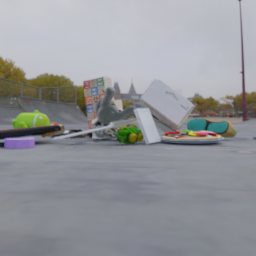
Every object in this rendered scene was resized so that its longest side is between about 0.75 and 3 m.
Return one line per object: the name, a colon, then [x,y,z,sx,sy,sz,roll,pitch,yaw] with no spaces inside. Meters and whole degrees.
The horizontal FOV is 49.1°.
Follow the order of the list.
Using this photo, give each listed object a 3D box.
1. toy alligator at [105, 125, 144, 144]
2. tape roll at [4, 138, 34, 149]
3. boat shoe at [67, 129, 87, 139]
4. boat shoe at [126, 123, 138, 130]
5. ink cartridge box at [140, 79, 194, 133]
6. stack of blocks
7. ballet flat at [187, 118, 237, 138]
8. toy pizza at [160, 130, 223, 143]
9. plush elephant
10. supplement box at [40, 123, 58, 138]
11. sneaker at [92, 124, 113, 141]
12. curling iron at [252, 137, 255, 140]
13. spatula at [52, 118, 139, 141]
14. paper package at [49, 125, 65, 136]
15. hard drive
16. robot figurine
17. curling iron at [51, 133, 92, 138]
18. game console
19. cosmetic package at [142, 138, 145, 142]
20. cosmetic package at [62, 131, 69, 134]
toy alligator: [-0.120,0.320,10.108,2.215,0.601,0.657,-2,35,-49]
tape roll: [-3.523,0.490,9.101,0.910,0.299,0.910,0,2,0]
boat shoe: [-1.841,0.198,10.394,0.365,0.311,1.091,32,18,23]
boat shoe: [0.123,0.200,12.162,0.706,0.717,1.990,-10,9,17]
ink cartridge box: [1.663,-0.781,12.744,2.012,1.161,2.774,38,-8,10]
stack of blocks: [-1.255,-1.110,14.682,1.709,2.968,0.869,-7,2,25]
ballet flat: [3.906,0.105,13.251,0.862,0.939,2.736,23,-5,-28]
toy pizza: [2.438,0.307,10.906,2.422,0.384,2.422,-1,2,0]
plush elephant: [-0.754,-0.409,12.385,1.714,2.081,1.611,35,-10,6]
supplement box: [-3.398,0.110,12.045,0.978,0.337,0.326,-21,-54,33]
sneaker: [-1.119,0.160,12.313,0.471,0.725,1.255,-8,-4,31]
curling iron: [5.777,0.491,11.347,1.349,0.172,0.334,2,2,20]
spatula: [-1.133,0.048,9.397,2.711,0.218,1.885,-12,2,-20]
paper package: [-4.037,0.143,15.394,0.820,0.424,0.781,3,25,38]
hard drive: [0.729,-0.074,10.491,0.182,1.365,0.901,-26,-12,34]
robot figurine: [-5.667,-0.219,16.568,2.234,1.292,1.960,1,24,12]
curling iron: [-2.503,0.349,13.681,2.505,0.320,0.621,0,2,0]
game console: [-4.255,0.253,10.377,2.430,0.427,2.748,-2,5,41]
cosmetic package: [0.831,0.270,12.216,0.660,0.557,1.277,1,2,1]
cosmetic package: [-3.590,0.325,16.003,0.662,0.227,0.878,-1,2,37]
